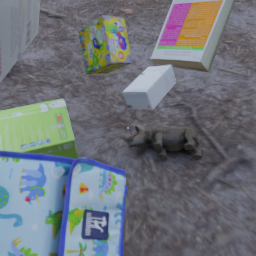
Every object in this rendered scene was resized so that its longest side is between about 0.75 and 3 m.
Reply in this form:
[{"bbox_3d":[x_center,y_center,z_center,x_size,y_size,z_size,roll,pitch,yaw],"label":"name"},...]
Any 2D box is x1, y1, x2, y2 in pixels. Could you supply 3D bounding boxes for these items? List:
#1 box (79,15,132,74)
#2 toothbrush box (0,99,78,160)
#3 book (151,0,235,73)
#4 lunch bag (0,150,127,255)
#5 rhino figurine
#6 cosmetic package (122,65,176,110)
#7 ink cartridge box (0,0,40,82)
[{"bbox_3d":[-0.589,-2.027,7.005,0.686,1.125,1.083,-12,3,-41],"label":"box"},{"bbox_3d":[-2.594,0.319,7.159,2.329,1.003,1.696,-13,46,-14],"label":"toothbrush box"},{"bbox_3d":[1.386,-2.271,5.970,1.336,0.480,1.999,19,86,39],"label":"book"},{"bbox_3d":[-0.817,1.048,3.048,1.630,1.039,1.386,10,68,-18],"label":"lunch bag"},{"bbox_3d":[0.872,0.339,7.423,2.095,0.626,0.916,3,35,6],"label":"rhino figurine"},{"bbox_3d":[0.373,-0.688,4.733,0.507,0.364,0.898,3,38,38],"label":"cosmetic package"},{"bbox_3d":[-1.810,-1.524,3.778,0.748,1.243,1.711,16,46,-9],"label":"ink cartridge box"}]
